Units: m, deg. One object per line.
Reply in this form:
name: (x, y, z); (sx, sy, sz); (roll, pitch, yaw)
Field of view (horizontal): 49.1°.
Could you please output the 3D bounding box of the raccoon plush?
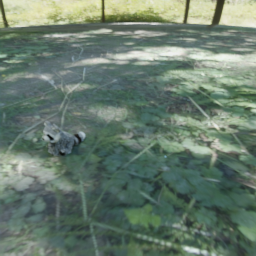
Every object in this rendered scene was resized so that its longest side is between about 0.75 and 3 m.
raccoon plush: (-2.557, 0.165, 10.956); (0.960, 1.329, 1.984); (11, 29, 20)
